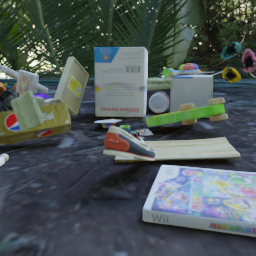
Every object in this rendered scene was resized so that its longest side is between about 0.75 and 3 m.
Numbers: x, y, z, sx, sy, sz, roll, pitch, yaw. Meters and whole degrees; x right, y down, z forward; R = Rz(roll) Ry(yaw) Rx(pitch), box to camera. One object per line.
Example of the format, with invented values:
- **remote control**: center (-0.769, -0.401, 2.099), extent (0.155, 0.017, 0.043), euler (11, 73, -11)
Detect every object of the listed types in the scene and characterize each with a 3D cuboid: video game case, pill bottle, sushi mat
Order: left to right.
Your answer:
- **video game case**: center (-3.978, -1.830, 10.241), extent (1.526, 0.192, 1.677), euler (22, -4, 41)
- **video game case**: center (-3.230, -1.103, 8.795), extent (0.163, 1.297, 1.425), euler (3, 13, -40)
- **pill bottle**: center (1.297, -1.071, 11.378), extent (0.762, 0.762, 1.315), euler (2, 13, 11)
- **sushi mat**: center (0.920, 0.433, 5.681), extent (2.361, 0.143, 1.129), euler (-2, 15, 2)
- **video game case**: center (1.416, 0.904, 3.672), extent (2.186, 0.197, 1.565), euler (3, 13, 14)

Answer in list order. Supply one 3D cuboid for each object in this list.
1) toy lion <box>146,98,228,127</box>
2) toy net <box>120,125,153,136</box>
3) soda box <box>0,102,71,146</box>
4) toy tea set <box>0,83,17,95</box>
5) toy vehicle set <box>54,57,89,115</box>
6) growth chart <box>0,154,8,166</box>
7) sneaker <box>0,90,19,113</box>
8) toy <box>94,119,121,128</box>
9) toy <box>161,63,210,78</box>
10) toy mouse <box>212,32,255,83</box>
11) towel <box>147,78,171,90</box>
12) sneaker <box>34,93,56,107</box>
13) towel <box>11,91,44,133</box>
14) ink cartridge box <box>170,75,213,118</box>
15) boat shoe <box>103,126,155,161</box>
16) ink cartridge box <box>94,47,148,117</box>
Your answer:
- **toy lion**: center (1.486, -0.336, 7.777), extent (1.778, 0.637, 1.855), euler (-11, 2, -31)
- **toy net**: center (0.199, 0.086, 7.453), extent (0.932, 0.180, 0.489), euler (4, 13, 16)
- **soda box**: center (-2.216, -0.091, 6.367), extent (1.729, 0.586, 0.553), euler (-11, -19, -19)
- **toy tea set**: center (-5.194, -1.347, 11.434), extent (2.071, 1.231, 0.766), euler (-7, 28, -23)
- **toy vehicle set**: center (-1.877, -1.405, 9.470), extent (0.224, 1.691, 1.050), euler (1, -26, 25)
- **growth chart**: center (-3.292, 0.537, 4.626), extent (2.172, 0.193, 1.572), euler (10, 13, -7)
- **sneaker**: center (-3.349, -0.339, 6.867), extent (2.107, 1.207, 0.806), euler (-11, 50, -42)
- **toy**: center (-0.569, -0.119, 8.281), extent (0.572, 0.235, 0.994), euler (-1, 8, 13)
- **toy**: center (2.312, -2.349, 11.295), extent (2.035, 0.480, 1.172), euler (-12, 12, -27)
- **toy mouse**: center (3.724, -2.313, 9.267), extent (0.366, 1.680, 1.890), euler (-10, 29, -28)
- **towel**: center (0.690, -1.997, 12.938), extent (2.966, 0.541, 2.201), euler (-9, 10, -33)
- **sneaker**: center (-2.500, -0.786, 7.811), extent (0.497, 0.348, 1.000), euler (35, 13, 17)
- **towel**: center (-2.087, -0.334, 5.768), extent (0.572, 0.770, 0.141), euler (-27, -12, 14)
- **ink cartridge box**: center (2.447, -1.264, 10.634), extent (1.459, 1.434, 1.982), euler (3, 12, 15)
- **boat shoe**: center (0.075, 0.294, 4.604), extent (0.483, 0.425, 1.358), euler (1, -10, 33)
- **ink cartridge box**: center (-0.194, -1.607, 10.034), extent (1.708, 2.320, 1.678), euler (2, 9, 7)
